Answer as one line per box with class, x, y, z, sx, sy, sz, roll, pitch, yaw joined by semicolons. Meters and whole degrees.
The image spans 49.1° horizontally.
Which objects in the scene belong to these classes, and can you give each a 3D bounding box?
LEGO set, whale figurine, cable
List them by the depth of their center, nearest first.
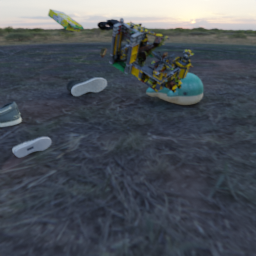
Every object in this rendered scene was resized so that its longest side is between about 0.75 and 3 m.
LEGO set;0.610;-2.035;7.092;1.724;1.299;2.242;-29;59;-31
cable;-0.645;-4.178;11.529;1.226;0.311;1.000;-10;7;-37
whale figurine;2.377;-2.076;14.247;2.821;1.464;2.244;8;23;21

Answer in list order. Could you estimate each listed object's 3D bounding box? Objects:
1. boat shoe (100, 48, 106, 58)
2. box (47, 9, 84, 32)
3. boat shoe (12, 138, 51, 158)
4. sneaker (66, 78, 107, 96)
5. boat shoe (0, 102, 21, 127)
boat shoe;-1.272;-3.851;14.337;0.276;0.259;0.768;4;42;9
box;-2.464;-4.236;11.157;1.362;0.329;0.799;39;27;22
boat shoe;-3.112;0.573;9.041;1.229;0.436;0.429;-25;35;-34
sneaker;-2.445;-2.495;16.113;2.404;0.850;1.192;-21;35;-34
boat shoe;-5.757;-0.459;10.948;2.886;0.891;1.051;-9;23;-21
